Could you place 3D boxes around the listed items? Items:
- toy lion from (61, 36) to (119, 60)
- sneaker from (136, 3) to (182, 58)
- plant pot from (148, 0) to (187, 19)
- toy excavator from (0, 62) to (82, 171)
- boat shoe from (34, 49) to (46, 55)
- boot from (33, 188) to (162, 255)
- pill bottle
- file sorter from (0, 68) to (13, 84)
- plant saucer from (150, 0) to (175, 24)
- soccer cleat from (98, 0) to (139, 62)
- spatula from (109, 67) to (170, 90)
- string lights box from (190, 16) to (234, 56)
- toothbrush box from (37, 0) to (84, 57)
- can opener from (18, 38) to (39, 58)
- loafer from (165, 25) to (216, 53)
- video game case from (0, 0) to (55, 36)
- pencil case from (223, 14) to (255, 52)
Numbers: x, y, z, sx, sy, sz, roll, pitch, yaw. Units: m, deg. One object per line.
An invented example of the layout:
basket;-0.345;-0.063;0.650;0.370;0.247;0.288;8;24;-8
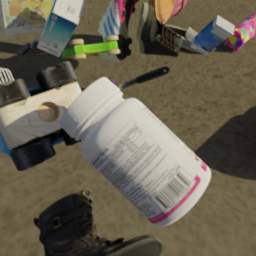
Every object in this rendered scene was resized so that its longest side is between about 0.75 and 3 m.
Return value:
toy lion;-0.769;-1.498;5.437;1.036;0.356;0.993;-11;11;-14
sneaker;0.927;-2.656;7.760;1.220;2.297;0.859;11;87;7
plant pot;1.331;-4.631;10.402;1.383;1.383;1.238;22;57;17
toy excavator;-1.491;-0.290;5.726;2.640;2.715;1.356;-26;97;-29
boat shoe;-3.438;-3.421;11.712;1.120;0.394;0.394;-29;58;-20
boot;-0.666;1.701;4.688;2.154;0.746;1.875;-22;33;0
pill bottle;0.068;0.298;3.851;1.931;1.095;1.095;44;60;1
file sorter;-3.449;-1.113;7.204;0.726;0.809;1.165;-20;8;-1
plant saucer;1.142;-4.152;8.631;0.301;1.863;1.863;15;52;20
soccer cleat;-0.429;-3.479;8.755;1.174;2.719;0.950;14;12;28
spatula;0.089;-1.251;7.797;2.285;0.646;0.235;-22;14;-5
string lights box;1.788;-1.954;6.027;0.452;0.879;0.259;24;66;-17
toothbrush box;-1.964;-3.114;8.180;0.740;1.736;1.271;21;62;-25
can opener;-3.230;-2.638;9.252;0.326;0.260;0.975;21;49;4
loafer;2.543;-3.753;11.701;2.328;0.813;0.814;15;52;12
video game case;-2.748;-3.840;8.371;2.085;2.291;0.262;-20;67;-27
pencil case;4.990;-4.112;12.002;0.920;0.920;2.081;37;62;26
